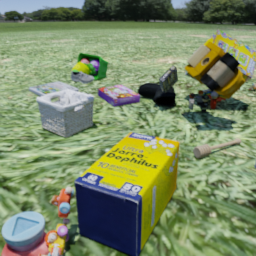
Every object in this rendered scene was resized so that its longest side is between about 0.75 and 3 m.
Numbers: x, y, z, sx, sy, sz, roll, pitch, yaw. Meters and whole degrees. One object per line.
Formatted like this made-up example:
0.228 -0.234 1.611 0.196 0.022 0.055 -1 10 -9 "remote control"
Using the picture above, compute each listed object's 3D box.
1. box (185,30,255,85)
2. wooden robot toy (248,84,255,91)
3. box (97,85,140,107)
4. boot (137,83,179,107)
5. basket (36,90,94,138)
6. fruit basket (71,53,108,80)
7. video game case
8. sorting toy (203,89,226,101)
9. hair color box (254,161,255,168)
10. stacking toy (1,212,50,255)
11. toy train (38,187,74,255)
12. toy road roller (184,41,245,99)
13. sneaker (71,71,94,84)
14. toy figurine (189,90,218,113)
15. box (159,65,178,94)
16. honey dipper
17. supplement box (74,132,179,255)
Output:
4.013 -2.760 12.159 2.055 1.302 2.134 26 -17 -8 "box"
6.596 -2.030 14.492 1.019 0.449 0.462 -23 68 -42 "wooden robot toy"
-0.484 -1.547 13.226 1.323 0.378 1.933 -12 27 -25 "box"
1.327 -1.489 12.825 1.888 0.699 1.547 3 28 5 "boot"
-2.197 -0.565 10.063 1.497 1.204 1.484 17 29 35 "basket"
-2.516 -3.606 16.680 2.197 1.585 2.197 11 11 -2 "fruit basket"
-3.805 -1.932 14.304 1.770 0.214 1.942 -21 33 -39 "video game case"
3.924 -1.455 12.615 1.010 0.354 1.017 11 0 -5 "sorting toy"
3.760 1.138 7.457 0.437 0.259 0.800 -1 23 0 "hair color box"
-2.228 2.104 4.719 1.759 0.743 1.592 -9 25 -18 "stacking toy"
-1.289 1.815 4.833 0.440 1.187 1.581 7 28 -4 "toy train"
3.199 -1.959 10.077 1.558 1.312 2.135 32 19 -34 "toy road roller"
-1.568 -1.722 9.449 0.834 0.342 0.312 8 53 10 "sneaker"
3.184 -1.194 11.998 1.090 0.758 1.073 -20 31 -36 "toy figurine"
1.713 -2.015 11.772 0.263 1.072 0.864 41 84 23 "box"
2.809 0.566 8.659 1.868 0.355 0.355 -12 27 -29 "honey dipper"
0.111 1.214 5.981 1.304 1.312 2.395 11 26 23 "supplement box"
